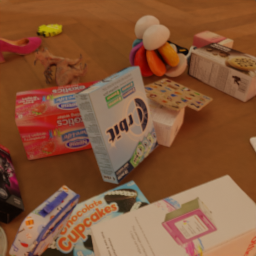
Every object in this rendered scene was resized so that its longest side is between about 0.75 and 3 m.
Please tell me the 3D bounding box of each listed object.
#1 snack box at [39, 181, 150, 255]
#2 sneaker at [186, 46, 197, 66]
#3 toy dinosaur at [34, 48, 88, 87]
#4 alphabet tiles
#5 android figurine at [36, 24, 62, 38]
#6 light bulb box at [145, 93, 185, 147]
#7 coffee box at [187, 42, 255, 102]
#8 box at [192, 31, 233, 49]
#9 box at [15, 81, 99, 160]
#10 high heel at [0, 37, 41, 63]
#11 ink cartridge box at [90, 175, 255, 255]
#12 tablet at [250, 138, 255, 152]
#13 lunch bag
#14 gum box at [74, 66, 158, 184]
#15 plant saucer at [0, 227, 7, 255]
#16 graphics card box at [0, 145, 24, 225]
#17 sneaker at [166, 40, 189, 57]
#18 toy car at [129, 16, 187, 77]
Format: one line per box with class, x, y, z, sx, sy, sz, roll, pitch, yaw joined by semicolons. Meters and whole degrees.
snack box;-0.639;2.193;5.836;2.548;0.473;1.480;-19;43;-22
sneaker;2.923;-3.160;12.323;0.525;0.518;1.322;5;46;33
toy dinosaur;-2.395;-1.931;10.516;1.755;1.111;2.590;-22;59;-11
alphabet tiles;1.487;-1.015;8.763;1.833;0.083;2.192;29;31;22
android figurine;-4.200;-5.284;15.133;1.317;0.297;1.447;22;46;25
light bulb box;0.879;-0.286;8.577;1.350;0.843;1.338;17;42;20
coffee box;3.835;-2.234;10.769;1.520;1.073;2.689;-28;47;-30
box;3.822;-3.726;12.788;0.972;0.828;1.520;-26;46;-29
box;-1.573;-0.291;8.093;2.942;1.467;1.405;-10;40;-12
high heel;-5.200;-3.984;12.690;0.950;1.353;2.821;31;48;32
ink cartridge box;0.827;2.150;4.768;2.623;1.895;1.110;-14;41;-17
tablet;4.510;1.080;7.457;1.648;0.173;2.532;-3;39;-3
lunch bag;-1.371;1.611;4.743;0.495;1.051;1.311;34;23;6
gum box;-0.153;-0.122;6.882;0.505;2.269;1.927;3;28;38
plant saucer;-3.323;2.470;5.548;1.685;0.423;1.685;1;40;-1
graphics card box;-3.306;1.016;6.509;0.579;1.428;2.276;-38;46;1
sneaker;1.654;-3.712;12.638;2.222;1.000;0.777;9;40;11
toy car;0.962;-2.986;11.229;1.910;2.229;2.547;-37;39;12
